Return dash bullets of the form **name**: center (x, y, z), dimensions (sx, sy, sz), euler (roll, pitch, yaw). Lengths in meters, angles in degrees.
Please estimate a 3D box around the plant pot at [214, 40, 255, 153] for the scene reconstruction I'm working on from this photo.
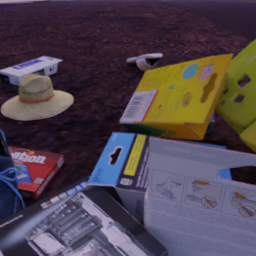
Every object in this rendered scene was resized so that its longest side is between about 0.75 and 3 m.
- **plant pot**: center (3.549, -0.427, 6.148), dimensions (2.491, 2.503, 2.271), euler (34, 26, -28)

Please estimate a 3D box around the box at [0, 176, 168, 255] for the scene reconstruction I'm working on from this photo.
- **box**: center (-1.133, 2.079, 4.181), dimensions (2.769, 0.689, 2.184), euler (-23, 37, -33)

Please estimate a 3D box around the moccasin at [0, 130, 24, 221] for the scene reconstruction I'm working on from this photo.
- **moccasin**: center (-2.726, 0.880, 5.469), dimensions (1.039, 0.880, 2.581), euler (-2, 37, -36)

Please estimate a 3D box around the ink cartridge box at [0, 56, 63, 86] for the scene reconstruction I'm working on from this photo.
- **ink cartridge box**: center (-4.247, -2.595, 12.564), dimensions (1.300, 0.513, 2.615), euler (18, 36, 28)

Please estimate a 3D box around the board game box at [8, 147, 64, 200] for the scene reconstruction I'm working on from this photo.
- **board game box**: center (-3.067, 0.928, 6.673), dimensions (2.695, 0.262, 1.388), euler (7, 30, 11)

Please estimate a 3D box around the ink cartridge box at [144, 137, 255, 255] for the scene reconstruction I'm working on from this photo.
- **ink cartridge box**: center (1.586, 1.199, 4.087), dimensions (2.700, 2.343, 0.588), euler (10, 31, 16)

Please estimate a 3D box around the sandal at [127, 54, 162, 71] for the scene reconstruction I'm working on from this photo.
- **sandal**: center (0.784, -3.055, 13.299), dimensions (0.929, 0.695, 2.424), euler (-11, 10, -28)

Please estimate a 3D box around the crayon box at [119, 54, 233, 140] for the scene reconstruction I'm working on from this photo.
- **crayon box**: center (1.141, -0.655, 6.635), dimensions (2.775, 0.705, 1.761), euler (4, 62, 55)

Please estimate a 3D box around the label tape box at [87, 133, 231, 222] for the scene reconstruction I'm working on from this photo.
- **label tape box**: center (0.717, 1.033, 5.853), dimensions (2.634, 0.871, 1.887), euler (6, 31, 11)

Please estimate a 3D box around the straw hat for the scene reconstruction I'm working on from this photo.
- **straw hat**: center (-3.207, -1.315, 9.760), dimensions (2.553, 1.080, 2.553), euler (1, 30, 0)

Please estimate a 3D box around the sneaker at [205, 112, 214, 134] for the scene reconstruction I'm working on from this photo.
- **sneaker**: center (1.238, -0.309, 8.130), dimensions (2.750, 1.036, 1.079), euler (-3, 35, -1)
